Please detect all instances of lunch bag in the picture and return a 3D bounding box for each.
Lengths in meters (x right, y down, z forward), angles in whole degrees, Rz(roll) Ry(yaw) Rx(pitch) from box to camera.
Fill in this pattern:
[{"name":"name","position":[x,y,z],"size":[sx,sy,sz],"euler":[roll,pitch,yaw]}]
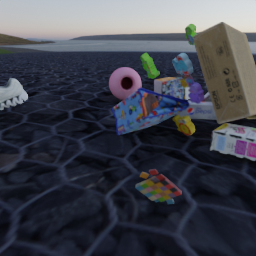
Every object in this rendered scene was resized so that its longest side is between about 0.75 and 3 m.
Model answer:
[{"name":"lunch bag","position":[0.769,-0.436,8.351],"size":[1.948,0.916,1.467],"euler":[-1,-18,-35]}]

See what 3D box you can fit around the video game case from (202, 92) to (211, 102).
[{"name":"video game case","position":[3.506,-0.931,10.211],"size":[1.577,0.138,1.128],"euler":[12,-10,-1]}]

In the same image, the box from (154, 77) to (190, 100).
[{"name":"box","position":[2.099,-1.820,13.029],"size":[1.003,0.786,1.613],"euler":[-15,24,-31]}]

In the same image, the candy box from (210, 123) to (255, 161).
[{"name":"candy box","position":[3.050,0.368,6.821],"size":[1.750,0.534,1.193],"euler":[12,17,31]}]

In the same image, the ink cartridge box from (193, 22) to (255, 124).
[{"name":"ink cartridge box","position":[2.803,-1.411,7.527],"size":[0.892,2.374,1.956],"euler":[-18,-6,37]}]

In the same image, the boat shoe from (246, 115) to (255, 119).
[{"name":"boat shoe","position":[4.775,-0.547,9.429],"size":[2.221,0.810,0.699],"euler":[6,57,-20]}]

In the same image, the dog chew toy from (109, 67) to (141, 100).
[{"name":"dog chew toy","position":[-0.211,-2.047,12.995],"size":[1.424,1.424,2.286],"euler":[-3,9,-8]}]

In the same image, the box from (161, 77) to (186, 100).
[{"name":"box","position":[1.780,-1.355,11.027],"size":[0.937,0.273,1.369],"euler":[-12,49,24]}]

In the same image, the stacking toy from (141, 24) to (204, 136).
[{"name":"stacking toy","position":[1.799,-1.435,8.216],"size":[2.033,2.696,0.634],"euler":[-39,20,-21]}]

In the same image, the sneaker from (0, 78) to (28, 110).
[{"name":"sneaker","position":[-4.800,-0.975,9.825],"size":[2.343,0.950,0.880],"euler":[-31,34,-22]}]

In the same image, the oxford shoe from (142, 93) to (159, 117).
[{"name":"oxford shoe","position":[0.535,-0.580,6.720],"size":[0.389,0.381,1.072],"euler":[0,31,8]}]

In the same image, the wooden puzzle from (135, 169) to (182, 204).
[{"name":"wooden puzzle","position":[0.486,0.990,4.518],"size":[0.539,0.908,0.064],"euler":[-32,30,33]}]

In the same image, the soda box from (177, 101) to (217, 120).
[{"name":"soda box","position":[2.524,-0.640,10.008],"size":[1.600,0.546,0.507],"euler":[2,19,9]}]
